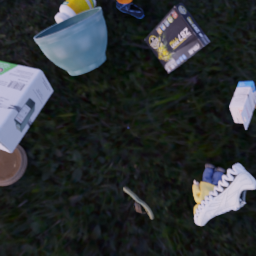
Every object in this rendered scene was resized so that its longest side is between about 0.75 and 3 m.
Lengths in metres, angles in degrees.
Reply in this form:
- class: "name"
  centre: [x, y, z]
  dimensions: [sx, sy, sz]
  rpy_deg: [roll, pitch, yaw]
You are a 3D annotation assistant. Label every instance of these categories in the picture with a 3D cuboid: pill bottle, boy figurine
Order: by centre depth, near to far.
- class: "boy figurine"
  centre: [2.996, 2.446, 10.310]
  dimensions: [1.315, 0.682, 2.116]
  rpy_deg: [17, 74, 8]
- class: "pill bottle"
  centre: [-2.386, -5.276, 12.527]
  dimensions: [1.028, 1.028, 1.824]
  rpy_deg: [36, 76, 10]

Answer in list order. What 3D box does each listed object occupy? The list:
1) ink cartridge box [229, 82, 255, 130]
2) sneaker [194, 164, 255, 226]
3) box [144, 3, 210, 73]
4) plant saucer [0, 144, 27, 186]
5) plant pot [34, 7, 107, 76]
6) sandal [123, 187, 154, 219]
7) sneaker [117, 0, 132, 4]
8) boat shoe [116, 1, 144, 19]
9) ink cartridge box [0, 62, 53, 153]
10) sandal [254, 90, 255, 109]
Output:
- class: "ink cartridge box"
  centre: [3.289, -0.637, 8.041]
  dimensions: [0.424, 0.725, 1.250]
  rpy_deg: [5, 54, 41]
- class: "sneaker"
  centre: [2.503, 1.917, 7.339]
  dimensions: [0.820, 0.760, 2.023]
  rpy_deg: [43, 110, 27]
- class: "box"
  centre: [1.512, -2.826, 9.071]
  dimensions: [0.450, 1.832, 1.476]
  rpy_deg: [-41, 95, -32]
- class: "plant saucer"
  centre: [-4.831, 1.361, 10.877]
  dimensions: [1.763, 0.260, 1.763]
  rpy_deg: [0, 74, 0]
- class: "plant pot"
  centre: [-2.004, -3.283, 11.167]
  dimensions: [2.822, 1.891, 2.822]
  rpy_deg: [-18, 30, 11]
- class: "sandal"
  centre: [0.293, 2.436, 8.960]
  dimensions: [1.344, 0.534, 0.383]
  rpy_deg: [44, 79, -1]
- class: "sneaker"
  centre: [-0.547, -5.247, 9.553]
  dimensions: [0.758, 2.003, 0.921]
  rpy_deg: [-17, 47, 34]
- class: "boat shoe"
  centre: [0.117, -5.585, 12.905]
  dimensions: [1.418, 0.487, 0.597]
  rpy_deg: [23, 74, 7]
- class: "ink cartridge box"
  centre: [-3.568, -0.659, 8.035]
  dimensions: [1.700, 0.979, 2.330]
  rpy_deg: [16, 62, 19]
- class: "sandal"
  centre: [4.561, -0.775, 9.682]
  dimensions: [0.585, 0.420, 1.474]
  rpy_deg: [-2, 57, -30]
